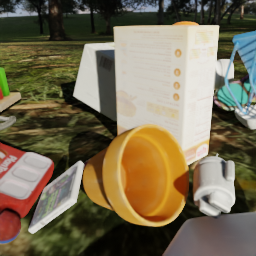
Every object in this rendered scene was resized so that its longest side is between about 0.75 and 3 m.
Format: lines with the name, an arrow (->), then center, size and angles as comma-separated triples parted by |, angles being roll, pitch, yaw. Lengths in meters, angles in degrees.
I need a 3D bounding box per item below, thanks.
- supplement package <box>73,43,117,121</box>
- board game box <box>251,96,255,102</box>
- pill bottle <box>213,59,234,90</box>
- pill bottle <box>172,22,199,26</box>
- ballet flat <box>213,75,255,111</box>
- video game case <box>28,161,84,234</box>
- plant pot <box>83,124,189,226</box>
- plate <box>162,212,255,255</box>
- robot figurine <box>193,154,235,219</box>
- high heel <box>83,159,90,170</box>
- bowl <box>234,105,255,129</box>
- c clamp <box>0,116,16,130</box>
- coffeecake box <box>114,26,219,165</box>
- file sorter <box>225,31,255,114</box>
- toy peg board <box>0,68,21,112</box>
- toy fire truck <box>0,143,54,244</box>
supplement package -> -0.196, -1.532, 8.618 | 1.673, 1.661, 2.204 | 31, 30, 21
board game box -> 4.541, -1.293, 10.637 | 0.964, 0.331, 1.166 | 9, 22, 27
pill bottle -> 2.449, -2.029, 10.780 | 2.846, 1.586, 1.586 | 0, 21, 2
pill bottle -> 1.577, -1.663, 8.045 | 1.371, 2.580, 1.371 | 5, -10, 1
ballet flat -> 3.506, -1.085, 8.927 | 2.544, 0.879, 0.905 | -29, -10, -27
video game case -> -1.025, 0.973, 4.092 | 0.836, 0.107, 0.919 | -38, 22, 15
plant pot -> 0.002, 0.692, 4.029 | 1.297, 1.297, 1.188 | -20, 2, -42
plate -> 1.372, 1.327, 2.204 | 2.609, 0.423, 2.615 | -16, 1, 29
robot figurine -> 1.142, 0.746, 3.760 | 0.511, 0.767, 0.905 | 34, 36, -12
high heel -> -0.128, 0.725, 5.228 | 1.460, 0.700, 0.492 | -19, -6, 0
bowl -> 3.564, -0.291, 7.742 | 0.994, 0.371, 0.995 | -12, 20, 2
c clamp -> -3.849, -0.231, 7.965 | 1.602, 0.217, 1.368 | 9, 22, 25
coffeecake box -> 0.696, -0.777, 5.953 | 0.958, 2.622, 2.013 | -18, 27, -38
file sorter -> 3.940, -1.318, 6.792 | 2.535, 1.759, 1.555 | 1, 60, 44
toy peg board -> -4.927, -1.058, 8.551 | 2.312, 1.131, 2.302 | -5, 20, 3
toy fire truck -> -2.302, 0.781, 3.976 | 2.007, 1.340, 2.390 | 19, 20, -4
